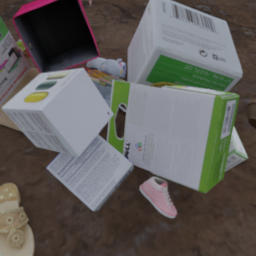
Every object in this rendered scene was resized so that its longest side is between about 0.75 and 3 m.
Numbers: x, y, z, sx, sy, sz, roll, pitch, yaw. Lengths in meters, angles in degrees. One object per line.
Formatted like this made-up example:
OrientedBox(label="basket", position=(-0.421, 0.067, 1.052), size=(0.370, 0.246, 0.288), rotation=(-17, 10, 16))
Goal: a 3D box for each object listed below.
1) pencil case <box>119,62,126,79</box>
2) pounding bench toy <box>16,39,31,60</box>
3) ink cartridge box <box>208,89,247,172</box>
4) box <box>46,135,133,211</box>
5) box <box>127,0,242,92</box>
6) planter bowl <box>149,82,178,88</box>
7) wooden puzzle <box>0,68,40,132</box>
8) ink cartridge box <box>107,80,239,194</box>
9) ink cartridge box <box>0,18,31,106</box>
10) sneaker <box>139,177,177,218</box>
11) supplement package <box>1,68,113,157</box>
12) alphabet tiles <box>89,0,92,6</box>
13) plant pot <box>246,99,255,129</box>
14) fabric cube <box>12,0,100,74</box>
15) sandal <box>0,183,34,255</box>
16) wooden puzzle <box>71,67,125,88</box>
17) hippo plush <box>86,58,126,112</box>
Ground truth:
OrientedBox(label="pencil case", position=(-0.957, -2.828, 13.481), size=(1.734, 0.721, 0.786), rotation=(10, 79, 10))
OrientedBox(label="pounding bench toy", position=(-3.677, -3.002, 10.323), size=(0.467, 0.586, 0.751), rotation=(36, 74, 12))
OrientedBox(label="ink cartridge box", position=(2.035, 0.250, 7.506), size=(0.526, 1.595, 2.192), rotation=(25, 40, -28))
OrientedBox(label="box", position=(-0.804, 0.889, 6.166), size=(1.386, 0.727, 1.275), rotation=(40, 80, 11))
OrientedBox(label="box", position=(1.524, -2.087, 8.690), size=(2.651, 2.282, 2.665), rotation=(14, 52, -15))
OrientedBox(label="planter bowl", position=(0.972, -0.285, 7.706), size=(1.799, 0.749, 1.799), rotation=(-2, 81, 15))
OrientedBox(label="wooden puzzle", position=(-4.186, -1.189, 10.811), size=(2.245, 2.427, 0.452), rotation=(17, 3, 21))
OrientedBox(label="ink cartridge box", position=(0.884, -0.004, 6.561), size=(2.761, 2.040, 1.046), rotation=(17, 18, 35))
OrientedBox(label="ink cartridge box", position=(-4.351, -2.056, 8.577), size=(1.120, 2.668, 1.932), rotation=(30, 74, 10))
OrientedBox(label="sneaker", position=(0.797, 1.543, 6.327), size=(1.051, 0.549, 0.396), rotation=(43, 26, 4))
OrientedBox(label="supplement package", position=(-1.332, -0.313, 5.323), size=(1.489, 1.122, 1.130), rotation=(6, 48, 44))
OrientedBox(label="alphabet tiles", position=(-1.191, -4.391, 9.071), size=(0.055, 0.737, 0.753), rotation=(6, 33, -18))
OrientedBox(label="plant pot", position=(4.020, -0.278, 8.436), size=(1.156, 1.156, 0.534), rotation=(34, 77, 32))
OrientedBox(label="fabric cube", position=(-2.302, -3.239, 9.329), size=(2.074, 2.035, 2.067), rotation=(-21, 34, 1))
OrientedBox(label="sandal", position=(-3.234, 2.376, 7.514), size=(0.963, 0.864, 2.626), rotation=(-17, 44, -18))
OrientedBox(label="wooden puzzle", position=(-0.837, -1.476, 8.222), size=(1.328, 0.157, 2.240), rotation=(21, 17, 6))
OrientedBox(label="hippo plush", position=(-1.016, -1.744, 11.317), size=(2.428, 1.952, 1.934), rotation=(24, 47, 24))
